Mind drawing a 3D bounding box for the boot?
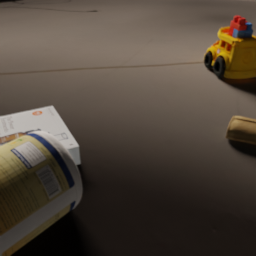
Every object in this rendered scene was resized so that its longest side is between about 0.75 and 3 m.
[{"bbox_3d":[4.444,-0.016,8.771,2.268,0.750,1.986,14,30,27],"label":"boot"}]

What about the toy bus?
[{"bbox_3d":[4.861,-3.856,13.052,1.872,2.649,2.759,-7,32,-9],"label":"toy bus"}]

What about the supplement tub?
[{"bbox_3d":[-2.433,1.392,5.417,1.918,1.918,2.657,25,40,34],"label":"supplement tub"}]

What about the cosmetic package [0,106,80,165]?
[{"bbox_3d":[-2.808,0.366,8.218,2.022,0.693,2.682,-14,35,-25],"label":"cosmetic package"}]
